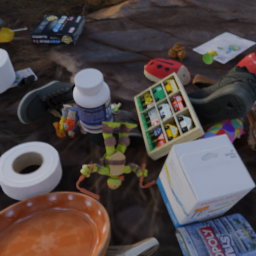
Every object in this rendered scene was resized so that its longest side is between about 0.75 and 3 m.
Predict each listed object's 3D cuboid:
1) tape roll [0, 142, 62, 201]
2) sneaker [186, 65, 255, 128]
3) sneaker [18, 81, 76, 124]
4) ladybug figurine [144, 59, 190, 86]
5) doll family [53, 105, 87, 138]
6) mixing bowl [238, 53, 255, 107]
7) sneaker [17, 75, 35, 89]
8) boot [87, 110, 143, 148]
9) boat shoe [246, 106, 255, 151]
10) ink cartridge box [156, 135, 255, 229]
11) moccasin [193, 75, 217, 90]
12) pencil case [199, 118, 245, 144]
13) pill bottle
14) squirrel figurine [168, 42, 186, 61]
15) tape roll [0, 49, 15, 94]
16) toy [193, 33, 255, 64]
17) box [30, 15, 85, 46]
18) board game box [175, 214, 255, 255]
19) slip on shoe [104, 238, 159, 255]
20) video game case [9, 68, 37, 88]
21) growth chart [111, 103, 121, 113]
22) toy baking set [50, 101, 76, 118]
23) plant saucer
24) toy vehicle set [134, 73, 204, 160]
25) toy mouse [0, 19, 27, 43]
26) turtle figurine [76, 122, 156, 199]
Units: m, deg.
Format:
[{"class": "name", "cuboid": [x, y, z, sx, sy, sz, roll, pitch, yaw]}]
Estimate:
[{"class": "tape roll", "cuboid": [-2.454, 1.041, 6.994, 1.516, 0.530, 1.516, 0, 41, 0]}, {"class": "sneaker", "cuboid": [2.554, -0.870, 8.015, 1.623, 1.083, 2.833, -37, 11, -27]}, {"class": "sneaker", "cuboid": [-2.373, -0.880, 8.693, 1.134, 0.798, 2.134, 2, 38, 31]}, {"class": "ladybug figurine", "cuboid": [1.460, -2.155, 10.637, 1.875, 0.674, 1.272, 18, 43, 20]}, {"class": "doll family", "cuboid": [-1.615, -0.152, 7.947, 0.685, 0.944, 1.520, 16, 8, 16]}, {"class": "mixing bowl", "cuboid": [4.509, -1.694, 9.267, 2.362, 1.279, 2.362, 5, 37, -4]}, {"class": "sneaker", "cuboid": [-3.700, -1.752, 10.332, 0.444, 0.296, 0.775, -15, 22, 50]}, {"class": "boot", "cuboid": [-0.352, -0.053, 8.211, 1.699, 0.588, 1.479, 9, 33, -14]}, {"class": "boat shoe", "cuboid": [3.623, 0.248, 7.587, 0.872, 0.827, 2.304, 26, 34, -33]}, {"class": "ink cartridge box", "cuboid": [1.483, 1.147, 5.799, 1.222, 1.660, 1.201, -12, 57, -14]}, {"class": "moccasin", "cuboid": [2.724, -1.237, 8.928, 1.396, 0.511, 0.539, 28, 45, -5]}, {"class": "pencil case", "cuboid": [2.484, 0.318, 7.663, 0.822, 0.822, 1.861, 31, 50, 32]}, {"class": "pill bottle", "cuboid": [-0.816, -0.613, 6.536, 0.824, 1.484, 0.824, -1, 53, 2]}, {"class": "squirrel figurine", "cuboid": [2.118, -3.184, 12.074, 0.793, 0.561, 0.740, -16, 52, 3]}, {"class": "tape roll", "cuboid": [-5.460, -1.963, 10.139, 2.503, 0.875, 2.503, -4, 41, 3]}, {"class": "toy", "cuboid": [4.101, -3.285, 12.024, 2.621, 0.619, 1.509, -30, 51, -34]}, {"class": "box", "cuboid": [-3.413, -4.892, 13.918, 2.060, 0.596, 2.591, 3, 40, 4]}, {"class": "board game box", "cuboid": [1.674, 2.554, 5.162, 1.910, 0.589, 1.911, -9, 41, -11]}, {"class": "slip on shoe", "cuboid": [-0.238, 2.450, 5.290, 1.705, 0.648, 0.517, -24, 50, -15]}, {"class": "video game case", "cuboid": [-4.231, -1.915, 10.785, 1.201, 0.108, 0.860, -23, 48, -25]}, {"class": "growth chart", "cuboid": [-0.911, -0.629, 9.282, 1.171, 0.104, 0.847, 10, 42, 10]}, {"class": "toy baking set", "cuboid": [-2.078, -0.666, 9.294, 0.997, 0.151, 1.299, -31, 49, -31]}, {"class": "plant saucer", "cuboid": [-1.626, 2.146, 5.299, 2.618, 0.423, 2.618, -5, 23, 2]}, {"class": "toy vehicle set", "cuboid": [1.031, -0.397, 7.848, 1.490, 0.318, 2.397, -31, 42, 19]}, {"class": "toy mouse", "cuboid": [-6.401, -4.364, 12.406, 2.731, 2.427, 0.529, -7, 78, 28]}, {"class": "turtle figurine", "cuboid": [-0.206, 0.717, 6.527, 2.067, 1.667, 0.666, 4, 3, -28]}]
